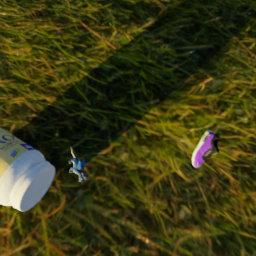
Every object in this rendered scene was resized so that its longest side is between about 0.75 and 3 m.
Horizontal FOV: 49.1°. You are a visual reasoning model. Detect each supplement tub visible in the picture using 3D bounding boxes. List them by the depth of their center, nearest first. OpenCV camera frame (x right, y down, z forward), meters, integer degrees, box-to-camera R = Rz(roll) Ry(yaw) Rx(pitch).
[{"bbox_3d":[-3.994,1.277,9.133,2.706,1.967,1.967,29,71,11],"label":"supplement tub"}]

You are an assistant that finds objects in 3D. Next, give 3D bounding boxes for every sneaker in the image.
[{"bbox_3d":[2.315,0.684,8.150,0.583,0.407,1.171,27,92,43],"label":"sneaker"}]

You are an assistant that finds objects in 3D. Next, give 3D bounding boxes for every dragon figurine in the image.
[{"bbox_3d":[-1.516,1.118,8.588,0.528,0.313,1.063,-6,82,22],"label":"dragon figurine"}]
